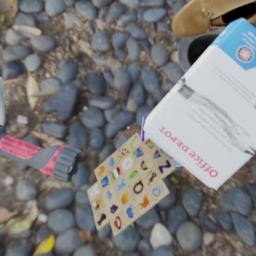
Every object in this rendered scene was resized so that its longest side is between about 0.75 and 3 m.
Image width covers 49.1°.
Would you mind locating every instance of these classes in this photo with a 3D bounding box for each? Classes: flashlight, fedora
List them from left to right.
[{"bbox_3d":[-2.074,0.419,5.757,2.197,0.747,0.744,22,71,5],"label":"flashlight"},{"bbox_3d":[2.757,-2.273,9.413,2.231,1.007,1.973,-4,74,6],"label":"fedora"}]

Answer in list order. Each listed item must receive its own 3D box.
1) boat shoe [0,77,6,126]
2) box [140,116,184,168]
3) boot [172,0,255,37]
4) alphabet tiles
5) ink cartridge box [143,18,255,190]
[{"bbox_3d":[-3.062,-0.595,6.616,0.441,0.434,1.244,3,108,12],"label":"boat shoe"},{"bbox_3d":[1.144,0.451,8.842,1.528,0.801,1.405,7,77,1],"label":"box"},{"bbox_3d":[2.134,-2.840,7.065,0.978,2.657,1.003,57,49,-26],"label":"boot"},{"bbox_3d":[-0.026,1.305,6.926,2.476,0.078,2.060,-42,42,13],"label":"alphabet tiles"},{"bbox_3d":[2.081,-0.471,6.186,2.129,1.228,2.934,39,107,-5],"label":"ink cartridge box"}]
